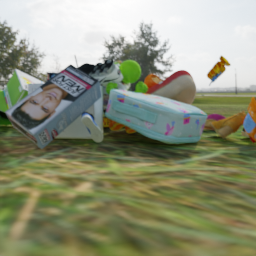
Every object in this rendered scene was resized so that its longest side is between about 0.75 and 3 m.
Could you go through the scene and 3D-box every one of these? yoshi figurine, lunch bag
[{"bbox_3d":[-0.055,-1.193,9.097,1.404,2.508,1.410,-10,-23,5],"label":"yoshi figurine"},{"bbox_3d":[0.644,-0.323,7.465,2.443,0.942,1.959,22,16,37],"label":"lunch bag"}]

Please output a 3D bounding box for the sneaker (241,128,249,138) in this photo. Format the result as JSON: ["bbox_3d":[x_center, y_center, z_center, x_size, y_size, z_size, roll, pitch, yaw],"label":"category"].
[{"bbox_3d":[4.235,-0.235,7.985,1.951,1.092,0.713,0,5,3],"label":"sneaker"}]

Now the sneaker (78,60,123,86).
[{"bbox_3d":[-0.999,-1.625,8.958,1.874,0.694,0.829,5,-27,39],"label":"sneaker"}]

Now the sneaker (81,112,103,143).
[{"bbox_3d":[-0.863,-0.041,6.715,0.303,0.790,0.440,-31,29,5],"label":"sneaker"}]

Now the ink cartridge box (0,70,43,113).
[{"bbox_3d":[-4.187,-1.363,10.165,2.918,1.105,2.157,27,14,-38],"label":"ink cartridge box"}]

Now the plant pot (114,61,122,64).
[{"bbox_3d":[-0.658,-2.272,10.347,0.907,0.125,0.907,-26,9,4],"label":"plant pot"}]

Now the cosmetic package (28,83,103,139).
[{"bbox_3d":[-1.780,-0.527,8.407,1.899,1.565,1.567,1,5,3],"label":"cosmetic package"}]

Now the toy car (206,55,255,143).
[{"bbox_3d":[3.239,-0.654,7.714,1.441,0.977,2.937,20,34,-33],"label":"toy car"}]

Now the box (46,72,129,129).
[{"bbox_3d":[-1.417,-0.942,10.128,2.922,2.001,0.583,-3,13,-23],"label":"box"}]

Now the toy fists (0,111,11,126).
[{"bbox_3d":[-5.361,-0.487,10.870,2.528,0.869,1.289,-7,-7,-32],"label":"toy fists"}]

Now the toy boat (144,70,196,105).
[{"bbox_3d":[1.124,-1.293,10.340,2.644,1.728,1.725,-28,-32,15],"label":"toy boat"}]

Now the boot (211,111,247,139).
[{"bbox_3d":[2.975,-0.146,8.141,0.950,0.467,1.327,-37,7,9],"label":"boot"}]

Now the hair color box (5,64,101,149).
[{"bbox_3d":[-1.700,-0.569,6.672,1.007,0.617,2.035,32,61,22],"label":"hair color box"}]

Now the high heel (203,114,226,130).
[{"bbox_3d":[2.650,-0.064,9.750,2.002,0.674,0.960,15,42,0],"label":"high heel"}]
